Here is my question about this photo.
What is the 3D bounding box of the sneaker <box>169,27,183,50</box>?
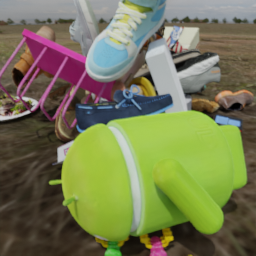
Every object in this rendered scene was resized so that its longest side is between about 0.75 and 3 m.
[{"bbox_3d":[1.771,-3.497,10.902,0.403,0.396,1.046,26,69,-3],"label":"sneaker"}]

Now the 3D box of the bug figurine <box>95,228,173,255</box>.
[{"bbox_3d":[0.106,1.891,3.895,1.558,0.401,1.209,-3,17,2],"label":"bug figurine"}]

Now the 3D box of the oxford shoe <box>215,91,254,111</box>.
[{"bbox_3d":[4.099,-0.934,10.494,1.921,0.685,0.700,-7,55,-30],"label":"oxford shoe"}]

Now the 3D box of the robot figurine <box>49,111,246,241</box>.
[{"bbox_3d":[0.354,0.659,4.308,2.938,1.700,2.578,-8,3,-22],"label":"robot figurine"}]

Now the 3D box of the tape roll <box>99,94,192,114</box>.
[{"bbox_3d":[0.539,-0.638,9.107,2.946,0.973,2.946,-1,23,0],"label":"tape roll"}]

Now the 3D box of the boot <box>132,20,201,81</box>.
[{"bbox_3d":[1.161,-2.846,9.786,2.806,2.112,1.027,-11,-13,43],"label":"boot"}]

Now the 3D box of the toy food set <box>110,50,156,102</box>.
[{"bbox_3d":[-0.024,-0.391,6.672,0.836,2.561,1.507,-3,-15,-29],"label":"toy food set"}]

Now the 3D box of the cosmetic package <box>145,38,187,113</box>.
[{"bbox_3d":[0.971,-1.090,6.753,0.476,1.842,1.389,-15,26,18],"label":"cosmetic package"}]

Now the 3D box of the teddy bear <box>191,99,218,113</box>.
[{"bbox_3d":[2.552,-0.898,10.321,1.552,0.518,1.125,11,23,24],"label":"teddy bear"}]

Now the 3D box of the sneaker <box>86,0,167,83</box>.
[{"bbox_3d":[-0.019,-2.282,5.717,1.050,1.724,2.641,30,68,7],"label":"sneaker"}]

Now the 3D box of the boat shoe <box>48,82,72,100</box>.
[{"bbox_3d":[-2.402,-1.330,10.129,1.111,0.378,0.400,-19,11,26],"label":"boat shoe"}]

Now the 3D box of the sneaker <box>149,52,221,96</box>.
[{"bbox_3d":[1.559,-1.310,8.421,2.591,1.027,0.958,-22,22,10],"label":"sneaker"}]

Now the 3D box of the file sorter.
[{"bbox_3d":[-1.723,-0.955,7.099,2.399,1.504,1.667,25,-16,3],"label":"file sorter"}]

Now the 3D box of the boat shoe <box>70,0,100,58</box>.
[{"bbox_3d":[-1.423,-3.013,9.133,0.941,2.643,0.922,-11,38,5],"label":"boat shoe"}]

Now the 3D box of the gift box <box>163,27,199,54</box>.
[{"bbox_3d":[2.177,-3.712,13.960,2.312,2.506,2.340,7,49,28],"label":"gift box"}]

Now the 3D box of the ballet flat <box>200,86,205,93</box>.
[{"bbox_3d":[2.860,-1.863,12.591,0.623,0.619,1.821,-12,14,-3],"label":"ballet flat"}]

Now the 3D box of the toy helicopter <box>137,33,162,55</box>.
[{"bbox_3d":[0.375,-2.579,7.433,0.928,1.403,0.553,-6,-20,-29],"label":"toy helicopter"}]

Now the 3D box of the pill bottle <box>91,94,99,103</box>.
[{"bbox_3d":[-0.612,-1.719,10.992,2.606,1.484,1.484,-15,27,-30],"label":"pill bottle"}]

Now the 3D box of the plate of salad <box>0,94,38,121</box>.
[{"bbox_3d":[-4.588,-0.832,10.005,2.649,0.636,2.649,0,22,0],"label":"plate of salad"}]

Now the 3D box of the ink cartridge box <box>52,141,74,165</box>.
[{"bbox_3d":[-0.803,0.414,5.989,0.973,0.381,2.055,-8,-12,-40],"label":"ink cartridge box"}]

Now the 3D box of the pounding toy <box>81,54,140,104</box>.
[{"bbox_3d":[-0.865,-1.550,8.155,1.755,0.914,1.998,17,70,40],"label":"pounding toy"}]

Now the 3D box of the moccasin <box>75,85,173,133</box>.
[{"bbox_3d":[-0.147,-0.429,5.581,2.043,0.697,0.822,-14,6,8],"label":"moccasin"}]

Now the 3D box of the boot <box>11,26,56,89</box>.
[{"bbox_3d":[-2.976,-1.900,9.018,0.862,2.340,1.811,22,63,4],"label":"boot"}]

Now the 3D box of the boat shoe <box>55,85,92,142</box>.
[{"bbox_3d":[-1.761,-0.386,8.741,0.961,0.902,2.670,39,27,-23],"label":"boat shoe"}]

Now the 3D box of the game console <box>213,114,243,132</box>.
[{"bbox_3d":[3.213,-0.172,9.054,0.926,0.163,1.047,9,25,21],"label":"game console"}]
